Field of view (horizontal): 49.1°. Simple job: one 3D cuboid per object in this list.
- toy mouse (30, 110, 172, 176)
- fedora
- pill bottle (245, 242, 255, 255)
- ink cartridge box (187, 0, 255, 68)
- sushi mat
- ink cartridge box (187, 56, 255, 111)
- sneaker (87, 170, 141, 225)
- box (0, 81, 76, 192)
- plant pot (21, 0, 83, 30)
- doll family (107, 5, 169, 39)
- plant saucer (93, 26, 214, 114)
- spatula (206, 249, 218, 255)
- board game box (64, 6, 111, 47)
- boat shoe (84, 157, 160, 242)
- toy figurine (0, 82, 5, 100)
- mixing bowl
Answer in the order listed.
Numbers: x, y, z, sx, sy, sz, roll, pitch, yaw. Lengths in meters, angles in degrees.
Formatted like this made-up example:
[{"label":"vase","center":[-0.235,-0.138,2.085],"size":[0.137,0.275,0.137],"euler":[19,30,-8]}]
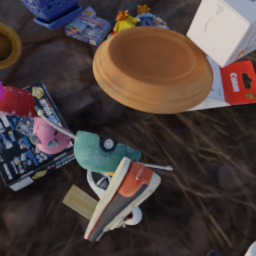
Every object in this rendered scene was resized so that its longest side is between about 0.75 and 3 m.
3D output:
[{"label":"toy mouse","center":[-0.824,0.333,4.657],"size":[2.788,2.478,0.540],"euler":[16,80,20]},{"label":"fedora","center":[-2.852,-1.775,5.885],"size":[1.133,1.133,0.462],"euler":[-22,42,-11]},{"label":"pill bottle","center":[1.534,2.337,3.346],"size":[1.052,1.855,1.052],"euler":[11,24,-5]},{"label":"ink cartridge box","center":[2.072,-2.037,5.295],"size":[1.416,1.042,1.024],"euler":[-30,68,-26]},{"label":"sushi mat","center":[-0.865,1.477,5.439],"size":[0.786,0.048,0.376],"euler":[39,70,-14]},{"label":"ink cartridge box","center":[2.437,-1.431,8.143],"size":[2.394,0.683,1.946],"euler":[-9,46,18]},{"label":"sneaker","center":[-0.394,1.702,7.040],"size":[1.808,0.728,0.691],"euler":[40,68,16]},{"label":"box","center":[-2.815,0.137,7.888],"size":[2.070,0.599,2.604],"euler":[-29,67,-14]},{"label":"plant pot","center":[-2.598,-4.341,9.499],"size":[1.642,1.477,1.642],"euler":[-38,43,-18]},{"label":"doll family","center":[0.361,-3.486,9.497],"size":[2.235,1.007,1.387],"euler":[-10,64,-5]},{"label":"plant saucer","center":[0.539,-1.318,5.592],"size":[2.455,0.459,2.455],"euler":[5,50,-6]},{"label":"spatula","center":[1.426,3.801,6.240],"size":[0.667,0.242,2.359],"euler":[29,67,14]},{"label":"board game box","center":[-1.342,-3.658,9.922],"size":[1.327,0.409,1.326],"euler":[22,66,11]},{"label":"boat shoe","center":[-0.154,1.178,4.131],"size":[0.560,1.789,0.637],"euler":[25,33,-5]},{"label":"toy figurine","center":[-2.403,-0.571,4.885],"size":[0.714,0.582,0.776],"euler":[-29,32,26]},{"label":"mixing bowl","center":[-2.572,-0.631,6.398],"size":[1.013,1.013,0.549],"euler":[16,95,8]}]
